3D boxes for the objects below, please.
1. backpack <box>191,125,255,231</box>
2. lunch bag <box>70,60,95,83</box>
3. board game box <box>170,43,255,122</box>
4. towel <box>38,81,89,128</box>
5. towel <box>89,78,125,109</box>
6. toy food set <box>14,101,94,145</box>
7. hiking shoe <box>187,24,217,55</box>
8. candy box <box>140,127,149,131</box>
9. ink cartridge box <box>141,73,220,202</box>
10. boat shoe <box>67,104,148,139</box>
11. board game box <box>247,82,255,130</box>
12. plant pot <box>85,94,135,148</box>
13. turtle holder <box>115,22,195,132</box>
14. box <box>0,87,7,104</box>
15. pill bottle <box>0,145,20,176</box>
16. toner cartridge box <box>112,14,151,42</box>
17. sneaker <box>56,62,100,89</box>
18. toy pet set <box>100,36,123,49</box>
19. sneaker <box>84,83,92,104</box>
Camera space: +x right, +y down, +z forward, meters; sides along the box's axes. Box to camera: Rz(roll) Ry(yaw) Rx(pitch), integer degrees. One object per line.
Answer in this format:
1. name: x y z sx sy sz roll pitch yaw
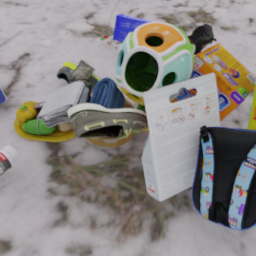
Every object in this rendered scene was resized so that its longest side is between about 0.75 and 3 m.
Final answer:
1. backpack: 2.442 1.115 6.188 1.915 1.411 2.098 5 79 46
2. lunch bag: -1.613 -1.838 9.706 0.510 0.712 0.868 38 97 2
3. board game box: 2.400 -1.132 8.163 1.694 1.694 1.695 47 43 8
4. towel: -1.552 -0.545 6.854 1.161 0.497 0.961 -19 39 27
5. towel: -0.575 -0.581 7.638 0.547 2.252 1.257 15 88 8
6. toy food set: -2.361 -0.449 9.044 2.849 0.930 1.676 4 48 3
7. hiking shoe: 1.666 -2.196 7.737 1.527 0.769 0.578 -19 62 26
8. candy box: 0.644 -1.052 8.691 0.572 2.025 1.181 5 32 1
9. ink cartridge box: 1.290 0.188 6.948 2.186 2.696 0.676 -19 17 -25
10. boat shoe: -0.328 -0.057 6.157 2.094 0.748 0.626 4 63 -41
11. board game box: 3.833 -0.610 7.018 1.457 2.869 0.683 -7 19 -30
12. plant pot: -0.640 -0.355 8.968 2.032 0.279 2.032 5 66 -12
13. turtle holder: 0.418 -1.340 6.976 1.934 2.546 1.808 47 29 -2
14. box: -5.619 -0.866 9.273 2.777 0.450 1.682 -28 76 -17
15. pill bottle: -3.465 0.967 7.425 0.602 0.602 1.056 26 48 22
16. toner cartridge box: 0.354 -2.775 8.168 1.513 0.718 0.327 16 33 5
17. sneaker: -1.808 -1.753 10.372 1.883 0.696 0.762 25 57 16
18. toy pet set: -0.312 -3.491 11.965 1.583 0.900 1.696 -8 16 -7
19. sneaker: -1.122 -0.658 7.672 0.441 1.112 0.419 18 10 27
